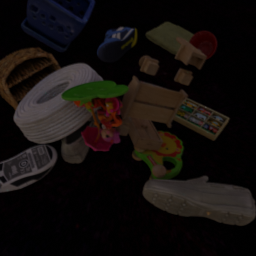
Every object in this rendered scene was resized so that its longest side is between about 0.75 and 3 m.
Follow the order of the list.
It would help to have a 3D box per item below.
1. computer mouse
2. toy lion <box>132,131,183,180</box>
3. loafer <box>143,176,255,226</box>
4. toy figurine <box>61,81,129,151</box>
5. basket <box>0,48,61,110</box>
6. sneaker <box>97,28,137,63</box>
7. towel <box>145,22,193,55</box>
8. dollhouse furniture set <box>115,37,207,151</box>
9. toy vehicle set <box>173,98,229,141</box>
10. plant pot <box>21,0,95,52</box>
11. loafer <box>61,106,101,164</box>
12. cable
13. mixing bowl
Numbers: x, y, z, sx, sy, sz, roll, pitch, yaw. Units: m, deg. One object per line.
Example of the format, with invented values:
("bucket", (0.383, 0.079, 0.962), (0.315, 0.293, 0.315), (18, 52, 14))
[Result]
("computer mouse", (-3.173, 1.360, 7.655), (2.708, 0.594, 1.485), (-23, 48, -12))
("toy lion", (1.020, 0.763, 8.239), (1.524, 0.546, 1.590), (-16, 48, -24))
("loafer", (1.772, 1.707, 7.109), (2.792, 0.976, 0.974), (13, 48, 0))
("toy figurine", (-0.644, -0.186, 7.095), (1.834, 1.688, 1.377), (7, 29, 36))
("basket", (-3.357, -1.727, 9.701), (2.110, 1.506, 1.572), (-37, 57, -27))
("sneaker", (-0.605, -3.517, 11.720), (1.015, 0.912, 2.467), (25, 46, 22))
("towel", (1.978, -3.944, 12.390), (1.592, 0.392, 2.146), (-36, 59, -26))
("dollhouse furniture set", (0.587, -0.985, 7.502), (1.516, 2.925, 1.295), (9, 33, -26))
("toy vehicle set", (2.370, -0.321, 9.328), (1.639, 0.217, 1.019), (30, 55, 23))
("plant pot", (-2.914, -4.576, 11.436), (2.243, 2.017, 2.243), (28, 42, -19))
("loafer", (-1.416, -0.222, 8.730), (0.979, 0.977, 2.800), (4, 49, 3))
("cable", (-2.061, -0.813, 8.544), (2.912, 1.008, 2.913), (-46, 35, -22))
("mixing bowl", (3.112, -3.306, 11.513), (1.156, 1.156, 0.626), (30, 16, 24))
